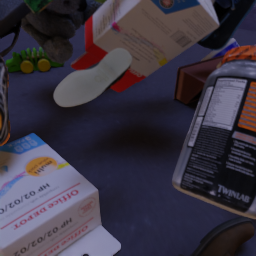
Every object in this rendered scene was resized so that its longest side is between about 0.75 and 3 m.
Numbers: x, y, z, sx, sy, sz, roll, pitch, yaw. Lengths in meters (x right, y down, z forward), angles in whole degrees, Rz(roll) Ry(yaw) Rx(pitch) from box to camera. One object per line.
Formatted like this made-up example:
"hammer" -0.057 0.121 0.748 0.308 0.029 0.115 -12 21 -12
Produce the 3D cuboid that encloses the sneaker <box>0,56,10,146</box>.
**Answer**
"sneaker" -2.143 -0.536 4.190 0.690 1.764 0.681 -12 8 -13

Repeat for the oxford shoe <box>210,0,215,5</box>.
"oxford shoe" 2.686 -4.096 8.296 0.687 2.381 0.895 1 43 -41

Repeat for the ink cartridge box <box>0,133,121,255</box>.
"ink cartridge box" -1.488 1.226 4.457 1.510 0.890 2.624 -27 42 -35

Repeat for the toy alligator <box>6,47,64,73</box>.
"toy alligator" -3.782 -2.466 10.104 2.819 0.765 0.836 -9 35 -13

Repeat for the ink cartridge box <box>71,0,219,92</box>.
"ink cartridge box" 0.193 -1.789 5.259 1.445 2.487 0.836 24 49 -41

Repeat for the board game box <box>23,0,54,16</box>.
"board game box" -0.924 -2.658 3.980 1.977 1.036 0.232 -41 25 -2

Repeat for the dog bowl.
"dog bowl" 3.181 -2.463 9.634 1.315 1.315 0.518 -34 89 -40

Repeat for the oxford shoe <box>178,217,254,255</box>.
"oxford shoe" 1.196 1.878 3.791 1.724 0.626 0.728 -31 47 -21

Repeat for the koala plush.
"koala plush" -1.725 -3.147 6.482 2.165 2.243 2.441 -52 9 -13

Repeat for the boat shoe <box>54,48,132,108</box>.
"boat shoe" -0.445 -0.604 3.648 1.155 0.362 0.422 -39 88 -19

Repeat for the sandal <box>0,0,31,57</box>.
"sandal" -2.793 -1.461 5.151 2.924 0.626 1.112 -48 53 -9

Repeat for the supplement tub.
"supplement tub" 0.897 0.028 2.292 0.757 1.235 0.757 21 -6 2

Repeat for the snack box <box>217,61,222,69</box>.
"snack box" 2.773 -0.716 6.969 0.775 0.262 2.157 7 60 -14

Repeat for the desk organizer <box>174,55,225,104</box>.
"desk organizer" 2.855 -1.447 8.374 2.860 1.026 1.101 -20 41 -27

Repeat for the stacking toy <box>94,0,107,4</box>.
"stacking toy" 0.378 -3.010 5.884 2.152 2.377 1.004 -36 55 20

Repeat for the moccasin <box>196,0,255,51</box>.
"moccasin" 2.288 -2.822 6.332 0.798 2.340 0.941 4 39 -19
